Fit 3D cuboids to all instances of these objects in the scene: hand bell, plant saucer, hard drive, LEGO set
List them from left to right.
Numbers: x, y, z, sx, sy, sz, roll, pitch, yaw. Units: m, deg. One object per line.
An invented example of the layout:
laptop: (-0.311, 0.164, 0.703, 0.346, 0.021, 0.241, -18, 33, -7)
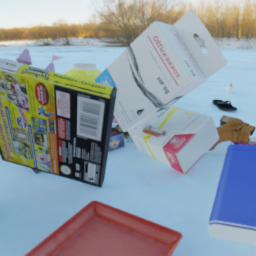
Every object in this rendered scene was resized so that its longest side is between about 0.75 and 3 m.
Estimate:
plant saucer: (-0.357, 1.961, 4.282, 1.865, 0.342, 1.861, 11, 23, 29)
hand bell: (-0.495, 0.048, 9.433, 1.228, 0.639, 0.639, 1, 16, 39)
LEGO set: (1.620, 0.094, 8.933, 2.938, 0.721, 2.195, 10, 26, 23)
hard drive: (2.866, 1.190, 5.649, 1.946, 0.374, 2.950, 2, 24, 25)

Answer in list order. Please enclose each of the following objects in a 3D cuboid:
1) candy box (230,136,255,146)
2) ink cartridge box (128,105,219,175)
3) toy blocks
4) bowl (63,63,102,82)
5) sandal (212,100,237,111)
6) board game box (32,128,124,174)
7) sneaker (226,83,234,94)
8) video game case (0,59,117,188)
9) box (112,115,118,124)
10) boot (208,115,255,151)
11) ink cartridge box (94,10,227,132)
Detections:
candy box: (3.723, 0.598, 7.852, 1.422, 0.434, 0.970, -9, 21, -23)
ink cartridge box: (1.163, 0.172, 7.618, 1.439, 0.827, 1.982, -43, 36, -18)
toy blocks: (-3.580, -1.408, 8.776, 2.553, 2.299, 2.732, 11, 6, -20)
bowl: (-2.005, -2.265, 13.019, 2.666, 1.434, 2.666, 2, 15, -1)
sandal: (4.243, -1.074, 12.516, 0.641, 0.361, 1.687, -4, 21, -12)
board game box: (-1.746, 0.404, 8.310, 2.741, 0.474, 1.857, -15, 25, -35)
sneaker: (5.678, -2.235, 15.493, 0.421, 0.495, 1.119, 5, 20, 16)
video game case: (-1.557, 0.035, 5.597, 2.430, 2.689, 0.343, 15, 45, 3)
box: (-0.481, -0.602, 9.512, 0.819, 0.856, 1.716, 10, 0, 19)
boot: (2.878, 0.273, 7.873, 0.982, 0.485, 1.264, 26, 67, 35)
ink cartridge box: (0.653, -1.317, 6.695, 2.817, 1.631, 0.939, -36, -11, 36)
